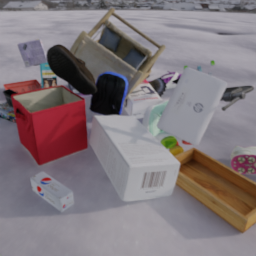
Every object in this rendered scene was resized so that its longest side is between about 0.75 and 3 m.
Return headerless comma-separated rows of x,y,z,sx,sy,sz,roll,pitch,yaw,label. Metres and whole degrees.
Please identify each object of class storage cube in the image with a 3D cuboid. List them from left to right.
-2.507,-0.165,9.001,1.998,1.796,1.708,-20,35,-33,storage cube

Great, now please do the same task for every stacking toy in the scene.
1.496,0.269,8.419,1.071,1.183,0.500,30,31,-40,stacking toy
2.184,-1.677,8.667,0.890,0.277,1.181,-11,-16,8,stacking toy

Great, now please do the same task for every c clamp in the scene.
2.665,-1.018,8.829,2.241,0.355,2.623,-23,14,-29,c clamp

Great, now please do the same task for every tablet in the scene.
1.748,-0.622,7.747,1.268,1.949,0.133,26,-3,17,tablet

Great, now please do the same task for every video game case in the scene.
-1.600,-2.154,14.142,2.673,0.254,1.909,-11,30,-15,video game case

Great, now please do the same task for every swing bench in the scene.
-0.540,-2.856,11.562,2.874,1.875,2.889,36,56,3,swing bench

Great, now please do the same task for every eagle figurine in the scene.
0.369,-2.048,13.152,2.420,1.826,1.836,14,60,-41,eagle figurine

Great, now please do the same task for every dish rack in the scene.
-3.606,-1.299,11.801,1.970,0.701,2.568,26,36,30,dish rack

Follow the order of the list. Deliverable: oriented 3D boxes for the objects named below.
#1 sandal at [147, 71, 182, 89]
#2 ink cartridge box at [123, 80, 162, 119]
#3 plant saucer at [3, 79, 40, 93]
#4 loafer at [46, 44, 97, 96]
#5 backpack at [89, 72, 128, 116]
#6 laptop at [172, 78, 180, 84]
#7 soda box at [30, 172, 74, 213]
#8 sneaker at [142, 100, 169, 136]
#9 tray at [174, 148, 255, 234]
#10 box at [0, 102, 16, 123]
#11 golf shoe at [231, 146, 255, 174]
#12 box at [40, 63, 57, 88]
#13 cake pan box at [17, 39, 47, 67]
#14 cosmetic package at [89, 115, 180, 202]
2.088,-2.539,14.466,2.933,0.721,1.193,-21,35,-33,sandal
0.443,-1.253,11.782,1.332,0.776,1.840,-9,39,-18,ink cartridge box
-5.121,-1.886,13.723,1.657,0.305,1.660,-15,33,-25,plant saucer
-1.641,-1.746,8.229,0.749,2.051,0.732,-15,57,18,loafer
-0.666,-1.273,10.040,1.200,1.476,1.239,13,19,-1,backpack
2.279,-1.931,10.733,0.904,0.467,0.801,-44,17,-32,laptop
-1.967,1.613,7.195,1.275,0.434,0.406,22,35,34,soda box
1.634,-0.353,10.091,1.626,1.014,2.757,9,27,27,sneaker
2.274,1.485,7.397,1.311,0.492,2.658,-20,34,-31,tray
-4.770,-0.694,11.554,1.519,0.286,1.038,16,33,27,box
4.110,0.893,8.171,2.177,0.820,0.996,7,26,10,golf shoe
-2.877,-1.921,10.117,0.523,1.272,0.313,-8,14,-26,box
-2.946,-2.305,8.692,0.705,0.766,0.200,-15,27,-2,cake pan box
0.020,0.693,8.012,1.499,1.092,2.949,1,25,-25,cosmetic package
